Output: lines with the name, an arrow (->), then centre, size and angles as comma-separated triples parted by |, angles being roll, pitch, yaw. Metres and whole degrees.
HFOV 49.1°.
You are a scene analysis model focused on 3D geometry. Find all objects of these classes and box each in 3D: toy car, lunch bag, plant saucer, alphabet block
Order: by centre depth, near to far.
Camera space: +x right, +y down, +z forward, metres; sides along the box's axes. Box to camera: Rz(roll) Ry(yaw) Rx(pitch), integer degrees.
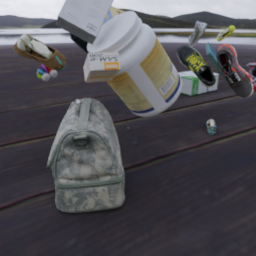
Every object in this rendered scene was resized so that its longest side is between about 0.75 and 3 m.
lunch bag -> -0.994, 0.526, 6.878 | 1.703, 2.050, 2.445 | -2, 22, -4
alphabet block -> -0.466, -3.056, 8.787 | 0.984, 0.979, 1.003 | -30, -19, 39
plant saucer -> 3.629, -2.389, 10.969 | 0.204, 2.152, 0.752 | -27, 39, 31
toy car -> -3.600, -2.500, 12.315 | 0.870, 0.652, 0.761 | -31, 47, -25

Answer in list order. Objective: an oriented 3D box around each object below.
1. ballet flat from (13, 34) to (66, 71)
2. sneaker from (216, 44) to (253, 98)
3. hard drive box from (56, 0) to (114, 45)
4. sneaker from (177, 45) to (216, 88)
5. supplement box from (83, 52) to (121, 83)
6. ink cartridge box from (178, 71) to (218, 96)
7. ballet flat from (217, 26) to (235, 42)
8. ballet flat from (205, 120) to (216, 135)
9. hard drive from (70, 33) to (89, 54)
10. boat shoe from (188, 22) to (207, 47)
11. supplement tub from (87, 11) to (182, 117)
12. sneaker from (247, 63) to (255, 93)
ballet flat -> -3.040, -2.594, 9.162 | 2.315, 0.837, 0.785 | 31, 75, 22
sneaker -> 3.573, -1.849, 9.692 | 0.788, 2.046, 0.838 | -27, 8, 43
hard drive box -> -0.928, -2.604, 6.194 | 0.906, 1.163, 0.447 | 26, -15, -15
sneaker -> 2.600, -2.327, 10.336 | 1.956, 0.728, 0.828 | 45, 9, -1
supplement box -> -0.552, -1.200, 5.640 | 0.599, 0.350, 0.951 | -6, -3, -15
ink cartridge box -> 3.831, -2.662, 16.284 | 2.369, 0.984, 1.737 | -16, 27, -34
ballet flat -> 3.169, -3.122, 9.281 | 0.263, 0.262, 0.783 | -15, -7, -31
ballet flat -> 3.206, -0.111, 10.748 | 0.415, 0.415, 1.119 | 3, 22, 7
hard drive -> -1.162, -3.465, 10.727 | 0.448, 1.901, 2.724 | -12, -23, 25
boat shoe -> 1.496, -2.078, 6.221 | 0.259, 0.298, 0.808 | 27, -11, 0
supplement tub -> 0.198, -1.553, 7.124 | 1.651, 2.286, 1.651 | -24, 40, 22
sneaker -> 3.683, -1.409, 7.952 | 0.926, 0.586, 1.646 | -4, -16, -2
